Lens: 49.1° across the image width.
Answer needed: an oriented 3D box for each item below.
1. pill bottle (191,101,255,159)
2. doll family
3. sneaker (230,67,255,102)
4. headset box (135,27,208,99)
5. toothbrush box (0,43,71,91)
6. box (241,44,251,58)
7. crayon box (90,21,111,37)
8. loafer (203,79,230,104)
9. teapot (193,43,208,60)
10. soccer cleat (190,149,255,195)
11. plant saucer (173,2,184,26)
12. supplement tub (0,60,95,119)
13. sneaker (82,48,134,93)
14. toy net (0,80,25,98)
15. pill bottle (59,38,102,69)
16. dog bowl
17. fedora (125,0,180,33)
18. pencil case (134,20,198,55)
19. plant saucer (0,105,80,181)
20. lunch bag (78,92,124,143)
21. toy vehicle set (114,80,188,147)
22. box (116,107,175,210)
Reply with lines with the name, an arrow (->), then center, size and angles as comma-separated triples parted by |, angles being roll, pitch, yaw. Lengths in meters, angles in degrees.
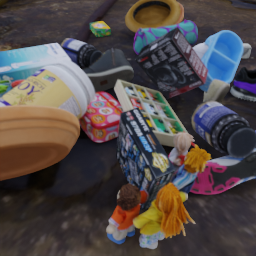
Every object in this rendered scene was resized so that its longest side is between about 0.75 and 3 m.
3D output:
pill bottle -> 2.103, 0.016, 6.241 | 0.891, 0.891, 1.594 | -7, 23, -9
doll family -> 0.792, 1.107, 4.915 | 1.181, 1.626, 2.620 | 32, 47, 21
sneaker -> 4.355, -1.333, 8.382 | 2.274, 1.131, 0.791 | 10, 40, 13
headset box -> 1.315, -1.727, 8.045 | 1.342, 1.804, 0.697 | -20, 35, 43
toothbrush box -> -3.126, -1.955, 9.299 | 2.216, 0.945, 1.623 | -18, 42, -21
box -> 4.151, -3.026, 11.017 | 1.189, 0.489, 0.407 | -1, 39, 1
crayon box -> -1.317, -4.643, 13.136 | 0.669, 0.328, 1.126 | -15, 41, -18
loafer -> 2.260, -0.798, 7.571 | 0.501, 1.325, 0.452 | -18, 60, -29
teapot -> 2.705, -2.591, 10.077 | 1.317, 0.975, 1.335 | 18, 43, 21
soccer cleat -> 2.109, 0.953, 6.044 | 1.957, 0.684, 0.845 | -16, -5, 4
plant saucer -> 1.699, -5.181, 13.236 | 1.916, 0.359, 1.916 | -9, 61, 18
supplement tub -> -1.891, -0.510, 6.463 | 1.461, 1.461, 2.010 | 28, 59, 30
sneaker -> -1.017, -1.801, 8.991 | 2.189, 0.819, 1.163 | -14, 53, -10
toy net -> -2.847, -1.329, 8.207 | 2.458, 1.289, 0.475 | -20, 84, -33
pill bottle -> -1.712, -2.668, 10.191 | 1.581, 0.884, 0.884 | 26, 46, 30
dog bowl -> 2.949, -2.164, 8.978 | 1.245, 0.554, 2.234 | 29, 72, -8
fedora -> 1.139, -4.795, 12.511 | 2.486, 1.014, 2.486 | -8, 60, 14
pencil case -> 1.508, -3.642, 11.289 | 2.521, 1.073, 1.165 | -17, 69, -20
plant saucer -> -2.287, 0.459, 5.173 | 2.923, 2.923, 0.547 | -14, 74, -17
lunch bag -> -0.641, -0.357, 7.617 | 1.407, 0.654, 1.597 | -20, 43, -30
toy vehicle set -> 0.580, -0.416, 7.440 | 1.457, 0.311, 2.345 | 11, 33, -26
box -> 0.227, 0.635, 5.260 | 0.386, 1.680, 1.335 | -19, 60, -17
